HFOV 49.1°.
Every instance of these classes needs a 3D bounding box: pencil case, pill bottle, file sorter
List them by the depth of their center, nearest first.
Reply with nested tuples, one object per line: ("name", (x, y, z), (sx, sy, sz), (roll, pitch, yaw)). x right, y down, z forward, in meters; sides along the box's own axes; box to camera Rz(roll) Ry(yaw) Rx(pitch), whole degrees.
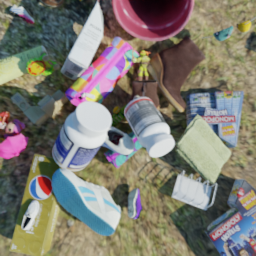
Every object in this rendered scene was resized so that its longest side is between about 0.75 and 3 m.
("pill bottle", (-1.375, 0.276, 8.257), (1.255, 2.170, 1.255), (17, 49, -20))
("pill bottle", (0.625, -0.024, 8.363), (0.991, 0.991, 1.711), (-24, 55, -5))
("file sorter", (2.166, 2.015, 9.103), (1.194, 0.744, 0.829), (21, 64, 4))
("pencil case", (0.005, 0.606, 9.480), (1.669, 0.771, 0.710), (-40, 80, -7))
("pencil case", (-0.886, -1.768, 9.702), (1.292, 1.292, 2.924), (37, 79, 7))

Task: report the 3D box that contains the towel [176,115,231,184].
("towel", (2.471, 0.721, 9.087), (2.015, 0.368, 1.495), (46, 67, -20))

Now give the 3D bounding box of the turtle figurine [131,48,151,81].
("turtle figurine", (0.543, -2.217, 9.769), (0.432, 1.342, 1.082), (8, 108, 27))

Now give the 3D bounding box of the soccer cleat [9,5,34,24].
("soccer cleat", (-3.989, -4.355, 10.652), (1.065, 0.372, 0.460), (26, 80, 5))

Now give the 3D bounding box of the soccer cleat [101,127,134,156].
("soccer cleat", (-0.777, 0.216, 9.102), (2.220, 0.958, 0.775), (15, 60, 31))

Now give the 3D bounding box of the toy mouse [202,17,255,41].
("toy mouse", (3.234, -3.122, 9.287), (1.534, 1.726, 0.334), (-18, 102, 12))

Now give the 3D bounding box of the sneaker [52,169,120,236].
("sneaker", (-1.297, 2.181, 8.767), (0.989, 1.044, 2.586), (-33, 105, 33))

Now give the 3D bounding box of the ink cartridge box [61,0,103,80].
("ink cartridge box", (-1.206, -3.120, 9.231), (0.833, 2.373, 2.920), (32, 81, -16))

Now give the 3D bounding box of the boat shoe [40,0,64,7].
("boat shoe", (-3.299, -5.329, 10.673), (1.938, 0.696, 0.734), (35, 81, 6))

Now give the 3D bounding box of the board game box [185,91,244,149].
("board game box", (3.058, -0.252, 9.734), (1.935, 0.597, 1.934), (-2, 78, -1))

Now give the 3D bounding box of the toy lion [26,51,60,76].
("toy lion", (-3.040, -2.153, 9.821), (0.943, 0.984, 0.338), (-40, 63, 6))

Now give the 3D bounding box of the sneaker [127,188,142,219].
("sneaker", (0.265, 2.514, 9.210), (0.503, 0.352, 1.012), (36, 49, -35))

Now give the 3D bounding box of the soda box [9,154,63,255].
("soda box", (-2.770, 2.429, 9.026), (1.011, 0.955, 2.984), (10, 80, 3))

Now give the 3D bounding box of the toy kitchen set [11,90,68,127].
("toy kitchen set", (-3.092, -1.050, 9.602), (1.421, 1.159, 1.282), (-43, 81, -8))

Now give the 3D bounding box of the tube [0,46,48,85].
("tube", (-4.213, -2.157, 10.102), (2.734, 0.710, 0.793), (-20, 40, 1))

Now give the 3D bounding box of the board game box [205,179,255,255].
("board game box", (3.827, 3.113, 8.971), (2.609, 0.805, 2.607), (-32, 80, -6))

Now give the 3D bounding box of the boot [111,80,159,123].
("boot", (0.205, -0.919, 9.488), (1.683, 0.609, 1.400), (-3, 118, 5))

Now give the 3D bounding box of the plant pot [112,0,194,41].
("plant pot", (0.937, -4.764, 9.602), (2.659, 2.659, 2.380), (10, 51, 2))

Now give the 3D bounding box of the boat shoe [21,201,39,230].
("boat shoe", (-2.920, 2.608, 8.349), (0.322, 0.286, 0.875), (13, 77, 4))

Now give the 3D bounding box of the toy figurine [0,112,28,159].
("toy figurine", (-4.409, 0.086, 9.453), (2.153, 1.756, 2.340), (23, 55, -9))

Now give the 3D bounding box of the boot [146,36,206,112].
("boot", (1.889, -1.923, 9.789), (1.945, 0.846, 2.339), (-33, 71, 6))

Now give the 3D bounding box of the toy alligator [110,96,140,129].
("toy alligator", (-0.210, -0.465, 9.189), (0.523, 0.379, 1.578), (38, 113, -24))
